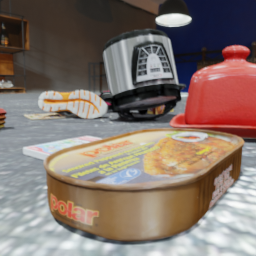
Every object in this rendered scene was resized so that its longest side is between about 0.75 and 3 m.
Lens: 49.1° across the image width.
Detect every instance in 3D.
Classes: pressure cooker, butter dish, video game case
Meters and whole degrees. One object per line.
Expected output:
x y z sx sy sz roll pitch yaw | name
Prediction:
0.512 -1.635 9.592 2.433 2.766 2.471 -11 -4 32 | pressure cooker
2.658 -0.951 7.098 2.933 2.168 2.925 3 10 15 | butter dish
-0.972 0.374 5.190 1.086 0.133 1.519 7 12 39 | video game case

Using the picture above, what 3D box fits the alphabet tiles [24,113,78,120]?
-2.958 -0.461 10.885 1.845 0.070 1.542 -5 10 -29 | alphabet tiles

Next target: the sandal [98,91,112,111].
-0.727 -1.261 12.382 2.790 0.629 1.048 3 53 34 | sandal

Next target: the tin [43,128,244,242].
0.349 0.445 3.391 1.636 0.612 2.922 11 13 34 | tin

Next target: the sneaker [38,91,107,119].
-2.007 -0.879 10.596 2.563 1.003 0.990 9 -5 7 | sneaker

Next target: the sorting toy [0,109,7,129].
-3.766 -0.113 7.398 1.313 0.539 0.789 -25 0 -44 | sorting toy

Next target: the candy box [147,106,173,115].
1.461 -1.147 12.372 0.470 0.971 1.664 6 11 34 | candy box
